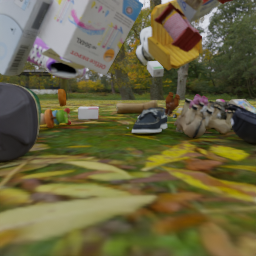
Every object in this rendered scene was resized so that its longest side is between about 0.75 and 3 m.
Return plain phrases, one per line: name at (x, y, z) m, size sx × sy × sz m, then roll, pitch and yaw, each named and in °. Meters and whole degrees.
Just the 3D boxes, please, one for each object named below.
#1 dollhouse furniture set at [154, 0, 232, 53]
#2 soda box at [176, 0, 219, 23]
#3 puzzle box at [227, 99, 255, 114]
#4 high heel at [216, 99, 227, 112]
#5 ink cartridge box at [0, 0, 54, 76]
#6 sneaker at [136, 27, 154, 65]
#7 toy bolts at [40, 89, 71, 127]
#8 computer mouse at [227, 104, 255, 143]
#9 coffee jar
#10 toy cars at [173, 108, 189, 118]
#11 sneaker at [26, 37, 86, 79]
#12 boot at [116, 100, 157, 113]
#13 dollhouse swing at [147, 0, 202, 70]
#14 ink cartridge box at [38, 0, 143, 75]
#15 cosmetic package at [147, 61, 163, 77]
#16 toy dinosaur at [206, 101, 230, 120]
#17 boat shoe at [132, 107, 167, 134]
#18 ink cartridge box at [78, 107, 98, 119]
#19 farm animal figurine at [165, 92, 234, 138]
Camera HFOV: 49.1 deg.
dollhouse furniture set at (1.320, -2.311, 5.395) m, size 0.605 × 0.801 × 1.488 m, roll 8°, pitch -45°, yaw -48°
soda box at (2.028, -3.675, 6.967) m, size 0.757 × 0.814 × 2.386 m, roll -27°, pitch -4°, yaw -11°
puzzle box at (3.417, -0.381, 7.864) m, size 1.049 × 0.201 × 1.577 m, roll 50°, pitch 30°, yaw 18°
high heel at (5.224, -1.168, 14.925) m, size 1.080 × 0.758 × 2.251 m, roll -10°, pitch -7°, yaw 3°
ink cartridge box at (-3.396, -2.941, 6.921) m, size 2.702 × 2.163 × 0.639 m, roll 37°, pitch 21°, yaw 9°
sneaker at (1.232, -3.660, 11.573) m, size 1.450 × 0.951 × 2.519 m, roll -25°, pitch 34°, yaw 32°
toy bolts at (-2.314, -0.526, 8.689) m, size 0.849 × 1.169 × 1.224 m, roll -7°, pitch -11°, yaw -2°
computer mouse at (2.945, 0.063, 6.014) m, size 1.625 × 0.533 × 2.314 m, roll 21°, pitch 15°, yaw 9°
coffee jar at (-2.294, -0.199, 4.946) m, size 1.428 × 1.168 × 2.737 m, roll -2°, pitch 8°, yaw -17°
toy cars at (2.390, -0.670, 12.119) m, size 0.822 × 0.406 × 1.833 m, roll 3°, pitch 7°, yaw 17°
sneaker at (-2.763, -2.399, 9.386) m, size 2.690 × 0.975 × 1.534 m, roll 19°, pitch 18°, yaw -3°
boot at (0.420, -1.021, 14.287) m, size 1.996 × 0.660 × 1.748 m, roll 1°, pitch -6°, yaw -4°
dollhouse swing at (1.565, -2.986, 8.828) m, size 1.585 × 1.393 × 1.440 m, roll -30°, pitch 64°, yaw -25°
ink cartridge box at (-0.973, -2.394, 6.655) m, size 1.398 × 2.174 × 1.362 m, roll 12°, pitch 23°, yaw -48°
cosmetic package at (1.253, -2.735, 12.975) m, size 0.509 × 0.401 × 0.946 m, roll -9°, pitch 37°, yaw -11°
toy dinosaur at (2.807, -0.564, 9.142) m, size 1.240 × 0.934 × 2.426 m, roll 10°, pitch 12°, yaw 11°
boat shoe at (0.596, -0.235, 7.522) m, size 0.786 × 0.627 × 2.080 m, roll 2°, pitch 7°, yaw 14°
ink cartridge box at (-1.610, -0.623, 11.487) m, size 0.799 × 0.465 × 1.097 m, roll -1°, pitch 8°, yaw -5°
farm animal figurine at (1.716, -0.226, 6.985) m, size 1.812 × 0.911 × 1.464 m, roll -1°, pitch 26°, yaw -42°
